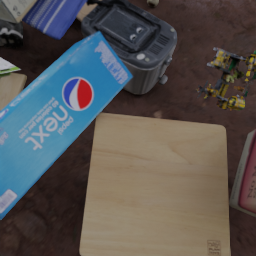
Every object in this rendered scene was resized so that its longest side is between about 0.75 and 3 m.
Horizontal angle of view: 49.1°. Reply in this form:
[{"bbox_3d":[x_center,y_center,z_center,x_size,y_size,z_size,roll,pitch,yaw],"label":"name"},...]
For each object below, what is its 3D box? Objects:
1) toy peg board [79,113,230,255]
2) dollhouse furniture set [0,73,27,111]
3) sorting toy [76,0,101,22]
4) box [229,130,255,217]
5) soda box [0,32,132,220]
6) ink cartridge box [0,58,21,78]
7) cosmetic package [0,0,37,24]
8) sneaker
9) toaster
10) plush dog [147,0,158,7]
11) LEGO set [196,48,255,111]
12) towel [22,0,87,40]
[{"bbox_3d":[0.434,1.026,4.732,2.157,1.055,2.148,6,71,-3],"label":"toy peg board"},{"bbox_3d":[-3.420,-0.599,7.373,1.961,1.486,2.237,9,67,4],"label":"dollhouse furniture set"},{"bbox_3d":[-1.485,-4.480,9.169,2.106,0.384,1.949,40,67,-18],"label":"sorting toy"},{"bbox_3d":[2.552,0.657,3.976,1.263,2.318,1.482,19,77,7],"label":"box"},{"bbox_3d":[-1.313,-0.166,4.386,2.938,0.996,0.943,-49,117,-20],"label":"soda box"},{"bbox_3d":[-2.748,-1.183,5.892,0.815,0.309,0.602,30,36,29],"label":"ink cartridge box"},{"bbox_3d":[-2.151,-3.289,5.614,1.178,0.832,2.276,23,70,24],"label":"cosmetic package"},{"bbox_3d":[-4.432,-3.153,8.890,2.347,0.780,1.062,3,64,-2],"label":"sneaker"},{"bbox_3d":[-0.103,-2.245,7.865,2.885,1.864,1.640,33,70,12],"label":"toaster"},{"bbox_3d":[0.813,-4.874,9.475,0.912,0.976,1.137,-38,72,-15],"label":"plush dog"},{"bbox_3d":[2.072,-1.072,5.897,0.796,1.374,1.057,10,26,-31],"label":"LEGO set"},{"bbox_3d":[-2.426,-3.515,6.779,2.754,0.328,1.994,28,71,-9],"label":"towel"}]
